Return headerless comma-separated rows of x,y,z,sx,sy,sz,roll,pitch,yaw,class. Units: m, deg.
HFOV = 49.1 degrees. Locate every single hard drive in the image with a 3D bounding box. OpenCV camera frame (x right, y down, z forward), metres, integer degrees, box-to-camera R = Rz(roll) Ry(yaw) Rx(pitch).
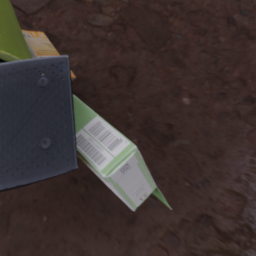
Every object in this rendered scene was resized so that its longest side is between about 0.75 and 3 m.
-1.741,0.052,3.313,2.345,0.496,1.582,-11,67,3,hard drive

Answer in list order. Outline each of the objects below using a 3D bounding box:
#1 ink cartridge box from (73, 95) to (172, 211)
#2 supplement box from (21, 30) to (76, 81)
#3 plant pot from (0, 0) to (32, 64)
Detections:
-0.313,0.585,4.633,0.608,2.535,1.844,-43,54,-13,ink cartridge box
-2.006,-1.559,6.551,0.521,0.893,1.417,-37,88,26,supplement box
-2.879,-1.268,4.926,2.882,2.882,2.737,-15,60,-7,plant pot
